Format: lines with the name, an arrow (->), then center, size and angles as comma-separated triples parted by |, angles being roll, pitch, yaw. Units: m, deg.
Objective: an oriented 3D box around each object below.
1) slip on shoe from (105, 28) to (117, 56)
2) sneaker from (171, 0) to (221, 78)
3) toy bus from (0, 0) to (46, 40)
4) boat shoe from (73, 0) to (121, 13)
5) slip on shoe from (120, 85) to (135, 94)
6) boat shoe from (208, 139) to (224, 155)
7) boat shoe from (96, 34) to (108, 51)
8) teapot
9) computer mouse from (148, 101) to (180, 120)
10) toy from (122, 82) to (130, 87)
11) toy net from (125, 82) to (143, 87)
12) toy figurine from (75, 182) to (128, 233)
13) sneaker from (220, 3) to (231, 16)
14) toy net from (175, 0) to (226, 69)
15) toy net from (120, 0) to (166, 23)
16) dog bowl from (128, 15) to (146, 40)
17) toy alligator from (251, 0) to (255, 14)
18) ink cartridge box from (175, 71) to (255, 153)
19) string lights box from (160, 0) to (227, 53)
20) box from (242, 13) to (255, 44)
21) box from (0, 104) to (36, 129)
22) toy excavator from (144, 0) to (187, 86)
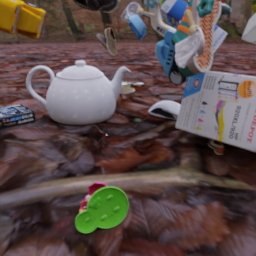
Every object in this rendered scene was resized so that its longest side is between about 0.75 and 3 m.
slip on shoe -> -0.696, -3.763, 12.196 | 0.445, 1.170, 0.354 | -17, 10, -35
sneaker -> 1.567, -2.477, 6.933 | 0.907, 2.541, 1.015 | 20, -14, -34
toy bus -> -3.249, -2.860, 6.644 | 2.343, 0.762, 0.917 | 20, 21, -8
boat shoe -> -1.033, -4.053, 8.847 | 0.690, 0.766, 2.129 | -16, 28, -34
slip on shoe -> -0.457, -2.091, 14.673 | 1.590, 0.482, 0.605 | 3, 21, 8
boat shoe -> 2.606, 0.489, 8.301 | 0.324, 0.285, 0.911 | -2, 20, -1
boat shoe -> -1.085, -3.760, 12.421 | 0.348, 0.970, 0.367 | -17, 44, 43
teapot -> -1.892, -1.503, 10.860 | 2.898, 2.144, 2.936 | 17, 28, 38
computer mouse -> 1.967, -0.663, 10.860 | 2.628, 0.577, 1.441 | 13, 26, 30
toy -> -0.428, -2.435, 15.888 | 1.048, 0.247, 0.603 | 9, 21, 36
toy net -> 0.325, -2.481, 16.108 | 1.086, 0.210, 0.570 | -2, 18, -9
toy figurine -> -0.625, 1.473, 5.514 | 1.055, 0.792, 0.971 | -33, 16, -13
sneaker -> 2.750, -3.748, 9.228 | 1.207, 0.550, 0.468 | 9, -14, 24
toy net -> 1.371, -1.912, 4.823 | 0.365, 1.891, 0.992 | 9, 11, -35
toy net -> 0.582, -3.873, 8.809 | 1.983, 1.040, 0.383 | -13, 37, 23
dog bowl -> 0.305, -3.209, 8.918 | 0.286, 0.644, 1.155 | -38, 1, 5
toy alligator -> 4.064, -3.794, 8.847 | 0.402, 1.213, 0.291 | -27, 27, -24
ink cartridge box -> 3.060, -0.495, 8.023 | 1.837, 1.870, 2.540 | 6, 10, -46
string lights box -> 1.855, -2.938, 8.035 | 1.899, 0.560, 0.976 | 40, 10, 6
box -> 3.770, -2.905, 7.718 | 0.567, 0.681, 1.657 | 22, 2, 4
box -> -4.569, -0.419, 10.466 | 1.742, 0.401, 1.384 | -17, 27, -38
toy excavator -> 1.464, -3.152, 9.878 | 2.607, 2.535, 1.302 | 38, 51, 25
